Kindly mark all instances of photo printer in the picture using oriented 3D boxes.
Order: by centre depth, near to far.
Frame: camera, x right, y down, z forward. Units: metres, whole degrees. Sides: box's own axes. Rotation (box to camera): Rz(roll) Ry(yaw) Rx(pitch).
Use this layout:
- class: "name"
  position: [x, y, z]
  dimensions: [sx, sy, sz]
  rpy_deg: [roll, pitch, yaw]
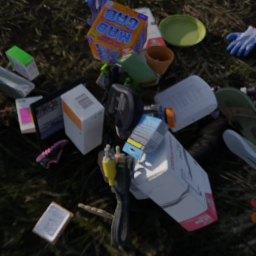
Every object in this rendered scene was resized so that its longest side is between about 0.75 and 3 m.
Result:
- class: "photo printer"
  position: [2.290, -1.021, 11.034]
  dimensions: [2.099, 0.729, 1.746]
  rpy_deg: [-29, 59, 5]

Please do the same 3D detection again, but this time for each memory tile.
- class: "memory tile"
  position: [-0.969, 2.641, 8.808]
  dimensions: [1.106, 0.848, 0.093]
  rpy_deg: [3, 61, 36]

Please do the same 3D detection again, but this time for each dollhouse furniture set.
- class: "dollhouse furniture set"
  position: [-0.121, -1.780, 10.573]
  dimensions: [1.516, 2.315, 1.162]
  rpy_deg: [36, 74, -25]

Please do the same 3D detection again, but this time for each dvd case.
- class: "dvd case"
  position: [-2.404, -0.562, 9.779]
  dimensions: [1.922, 2.694, 0.236]
  rpy_deg: [-33, 77, -23]

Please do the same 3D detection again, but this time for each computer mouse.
- class: "computer mouse"
  position: [-0.140, -0.843, 9.289]
  dimensions: [0.747, 1.963, 2.835]
  rpy_deg: [7, 23, -26]

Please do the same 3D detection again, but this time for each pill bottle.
- class: "pill bottle"
  position: [0.674, -0.244, 10.340]
  dimensions: [2.112, 1.122, 1.122]
  rpy_deg: [-8, 58, 13]

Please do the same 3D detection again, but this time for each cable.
- class: "cable"
  position: [-0.254, 1.675, 7.245]
  dimensions: [0.621, 1.199, 2.469]
  rpy_deg: [1, 90, 21]

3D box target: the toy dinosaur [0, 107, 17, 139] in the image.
- class: "toy dinosaur"
  position: [-5.190, -0.135, 10.887]
  dimensions: [1.908, 0.974, 1.295]
  rpy_deg: [-49, 45, -11]

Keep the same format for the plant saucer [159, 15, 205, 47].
- class: "plant saucer"
  position: [2.653, -4.747, 13.890]
  dimensions: [2.276, 0.354, 2.276]
  rpy_deg: [0, 58, 1]

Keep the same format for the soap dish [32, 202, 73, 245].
- class: "soap dish"
  position: [-2.397, 3.080, 9.030]
  dimensions: [0.846, 0.437, 1.076]
  rpy_deg: [26, 61, 15]

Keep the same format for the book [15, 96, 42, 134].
- class: "book"
  position: [-3.834, -0.554, 11.180]
  dimensions: [1.062, 0.382, 1.590]
  rpy_deg: [-9, 56, -21]

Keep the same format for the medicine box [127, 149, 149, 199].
- class: "medicine box"
  position: [0.472, 1.436, 9.410]
  dimensions: [1.274, 0.720, 1.398]
  rpy_deg: [51, 53, -12]

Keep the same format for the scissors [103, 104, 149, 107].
- class: "scissors"
  position: [0.028, -0.854, 11.327]
  dimensions: [2.043, 0.142, 0.747]
  rpy_deg: [15, 46, 6]

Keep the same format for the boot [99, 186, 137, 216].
- class: "boot"
  position: [-0.334, 2.466, 9.385]
  dimensions: [1.202, 0.459, 1.010]
  rpy_deg: [-4, 54, -10]

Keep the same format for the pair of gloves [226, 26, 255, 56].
- class: "pair of gloves"
  position: [6.241, -3.891, 13.378]
  dimensions: [2.977, 0.339, 2.393]
  rpy_deg: [36, 65, 19]

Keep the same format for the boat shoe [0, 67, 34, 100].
- class: "boat shoe"
  position: [-5.326, -2.173, 11.976]
  dimensions: [2.751, 1.014, 0.882]
  rpy_deg: [30, 57, 13]

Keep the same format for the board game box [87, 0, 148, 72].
- class: "board game box"
  position: [-0.356, -3.550, 11.080]
  dimensions: [1.726, 1.724, 1.724]
  rpy_deg: [26, 80, 7]

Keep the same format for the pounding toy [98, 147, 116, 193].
- class: "pounding toy"
  position: [-0.384, 1.326, 9.728]
  dimensions: [0.985, 0.988, 1.723]
  rpy_deg: [-14, 58, -19]

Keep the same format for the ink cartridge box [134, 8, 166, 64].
- class: "ink cartridge box"
  position: [0.414, -4.205, 13.085]
  dimensions: [1.925, 1.087, 2.623]
  rpy_deg: [-12, 61, -8]

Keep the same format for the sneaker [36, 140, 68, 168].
- class: "sneaker"
  position: [-2.701, 0.982, 10.369]
  dimensions: [1.321, 0.522, 0.630]
  rpy_deg: [-40, 88, -20]

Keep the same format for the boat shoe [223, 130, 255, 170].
- class: "boat shoe"
  position: [4.357, 0.768, 10.415]
  dimensions: [0.584, 0.678, 1.882]
  rpy_deg: [-31, 71, -35]

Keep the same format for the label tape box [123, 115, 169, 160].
- class: "label tape box"
  position: [0.477, 0.295, 7.774]
  dimensions: [0.868, 0.401, 1.212]
  rpy_deg: [23, 82, 56]

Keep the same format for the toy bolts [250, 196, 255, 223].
- class: "toy bolts"
  position: [4.413, 2.693, 9.345]
  dimensions: [0.812, 0.590, 0.850]
  rpy_deg: [-40, 71, 23]

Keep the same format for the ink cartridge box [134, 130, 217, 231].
- class: "ink cartridge box"
  position: [1.417, 1.529, 8.375]
  dimensions: [1.068, 2.581, 1.891]
  rpy_deg: [-32, 29, 25]

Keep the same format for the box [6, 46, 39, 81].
- class: "box"
  position: [-4.613, -2.826, 12.301]
  dimensions: [1.179, 1.040, 0.570]
  rpy_deg: [34, 63, 18]

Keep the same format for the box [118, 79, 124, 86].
- class: "box"
  position: [-0.326, -1.429, 10.703]
  dimensions: [0.399, 0.714, 1.012]
  rpy_deg: [-33, 80, -14]

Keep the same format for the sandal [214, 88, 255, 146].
- class: "sandal"
  position: [4.277, -0.345, 10.431]
  dimensions: [0.824, 1.146, 2.887]
  rpy_deg: [-20, 68, -45]

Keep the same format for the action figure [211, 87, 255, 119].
- class: "action figure"
  position: [3.887, -1.081, 11.360]
  dimensions: [2.346, 0.814, 1.527]
  rpy_deg: [3, 67, 21]

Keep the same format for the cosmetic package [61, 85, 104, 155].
- class: "cosmetic package"
  position: [-1.533, -0.199, 9.476]
  dimensions: [0.837, 2.349, 1.191]
  rpy_deg: [-35, 69, -25]

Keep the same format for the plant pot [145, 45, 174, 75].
- class: "plant pot"
  position: [1.118, -2.490, 10.505]
  dimensions: [1.055, 0.739, 1.055]
  rpy_deg: [4, 49, -5]

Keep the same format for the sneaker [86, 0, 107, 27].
- class: "sneaker"
  position: [-1.235, -5.370, 11.530]
  dimensions: [1.067, 2.721, 1.025]
  rpy_deg: [10, 31, 3]

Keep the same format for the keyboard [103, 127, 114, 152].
- class: "keyboard"
  position: [-0.650, 0.357, 9.302]
  dimensions: [0.169, 1.314, 0.789]
  rpy_deg: [7, 91, 5]
